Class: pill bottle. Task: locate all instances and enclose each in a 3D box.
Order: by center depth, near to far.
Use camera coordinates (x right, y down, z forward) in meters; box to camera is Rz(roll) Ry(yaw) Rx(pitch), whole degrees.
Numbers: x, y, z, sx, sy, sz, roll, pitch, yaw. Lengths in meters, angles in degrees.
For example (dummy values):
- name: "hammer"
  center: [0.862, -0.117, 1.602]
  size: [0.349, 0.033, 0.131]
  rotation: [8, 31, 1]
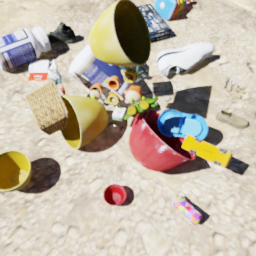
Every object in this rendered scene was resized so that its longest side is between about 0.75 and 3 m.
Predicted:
- name: "pill bottle"
  center: [-0.892, -1.947, 11.308]
  size: [1.512, 2.722, 1.512]
  rotation: [-36, 32, 26]
- name: "pill bottle"
  center: [-5.114, -3.829, 13.343]
  size: [2.520, 1.458, 1.458]
  rotation: [-28, 60, -18]

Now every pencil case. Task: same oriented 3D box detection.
- name: "pencil case"
  center: [1.968, 2.709, 9.309]
  size: [0.481, 0.481, 1.089]
  rotation: [-28, 44, -18]

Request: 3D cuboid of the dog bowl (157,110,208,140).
- name: "dog bowl"
  center: [2.033, -0.092, 10.467]
  size: [1.834, 0.455, 1.022]
  rotation: [12, 100, 15]

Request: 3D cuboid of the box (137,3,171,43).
- name: "box"
  center: [0.776, -5.576, 15.048]
  size: [2.086, 0.604, 2.625]
  rotation: [-19, 57, -13]

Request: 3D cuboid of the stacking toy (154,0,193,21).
- name: "stacking toy"
  center: [2.804, -7.178, 15.890]
  size: [2.476, 1.359, 1.437]
  rotation: [-27, 72, -29]

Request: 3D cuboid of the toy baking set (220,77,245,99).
- name: "toy baking set"
  center: [4.715, -1.800, 12.766]
  size: [0.992, 0.150, 1.292]
  rotation: [-29, 60, -21]

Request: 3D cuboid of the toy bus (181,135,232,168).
- name: "toy bus"
  center: [2.661, 0.790, 9.502]
  size: [1.681, 0.658, 0.547]
  rotation: [26, 92, 34]

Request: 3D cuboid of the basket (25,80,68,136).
- name: "basket"
  center: [-2.839, -0.691, 10.509]
  size: [1.225, 1.174, 1.644]
  rotation: [-29, 69, 0]

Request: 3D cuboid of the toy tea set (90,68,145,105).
- name: "toy tea set"
  center: [-0.434, -1.261, 10.005]
  size: [2.056, 1.223, 0.761]
  rotation: [-15, 31, 28]

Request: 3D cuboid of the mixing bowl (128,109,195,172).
- name: "mixing bowl"
  center: [0.973, 0.609, 10.032]
  size: [1.397, 2.579, 2.579]
  rotation: [-48, 59, 21]

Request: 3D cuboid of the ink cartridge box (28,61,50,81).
- name: "ink cartridge box"
  center: [-4.263, -2.737, 13.328]
  size: [0.901, 0.316, 1.109]
  rotation: [-1, 51, -1]

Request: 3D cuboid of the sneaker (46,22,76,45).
- name: "sneaker"
  center: [-3.678, -4.841, 14.289]
  size: [1.885, 1.080, 0.721]
  rotation: [-2, 54, 2]

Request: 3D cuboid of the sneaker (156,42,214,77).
- name: "sneaker"
  center: [2.799, -3.188, 13.287]
  size: [2.864, 1.094, 1.153]
  rotation: [-17, 67, -5]

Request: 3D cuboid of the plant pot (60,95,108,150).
- name: "plant pot"
  center: [-1.681, -0.365, 10.826]
  size: [1.473, 2.075, 2.075]
  rotation: [-18, 56, -33]

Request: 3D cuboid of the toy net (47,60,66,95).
- name: "toy net"
  center: [-2.628, -1.761, 10.137]
  size: [0.394, 2.042, 1.071]
  rotation: [-15, 89, -8]

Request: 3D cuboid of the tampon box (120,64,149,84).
- name: "tampon box"
  center: [0.273, -2.371, 11.103]
  size: [0.728, 0.972, 0.613]
  rotation: [-25, 41, 33]

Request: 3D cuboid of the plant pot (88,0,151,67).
- name: "plant pot"
  center: [-0.362, -2.608, 8.280]
  size: [1.330, 1.873, 1.873]
  rotation: [-8, 48, 36]

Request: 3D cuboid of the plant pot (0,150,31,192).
- name: "plant pot"
  center: [-4.010, 1.642, 9.812]
  size: [1.444, 1.025, 1.444]
  rotation: [0, 61, 0]

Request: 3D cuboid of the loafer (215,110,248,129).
- name: "loafer"
  center: [4.298, -0.361, 11.572]
  size: [1.344, 0.453, 0.511]
  rotation: [15, 57, 10]

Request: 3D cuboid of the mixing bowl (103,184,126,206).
- name: "mixing bowl"
  center: [-0.470, 2.390, 9.706]
  size: [0.780, 0.422, 0.780]
  rotation: [0, 55, -1]

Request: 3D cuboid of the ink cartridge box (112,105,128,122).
- name: "ink cartridge box"
  center: [-0.310, -0.639, 10.856]
  size: [0.396, 0.226, 0.764]
  rotation: [14, 58, 12]

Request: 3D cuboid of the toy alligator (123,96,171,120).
- name: "toy alligator"
  center: [0.551, -0.738, 8.871]
  size: [1.638, 0.543, 0.394]
  rotation: [-24, 81, 3]
